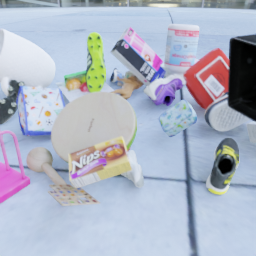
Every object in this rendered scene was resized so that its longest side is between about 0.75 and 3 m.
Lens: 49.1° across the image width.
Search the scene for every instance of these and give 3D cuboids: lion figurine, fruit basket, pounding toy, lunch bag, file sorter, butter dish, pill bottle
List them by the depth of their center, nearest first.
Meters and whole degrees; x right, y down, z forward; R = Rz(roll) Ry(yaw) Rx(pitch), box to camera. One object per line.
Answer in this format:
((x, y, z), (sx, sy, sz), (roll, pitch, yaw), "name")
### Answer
((-3.764, 0.620, 6.105), (2.505, 1.571, 1.741), (18, 33, 29), "file sorter")
((-0.924, 0.488, 7.100), (2.109, 1.268, 2.733), (31, 69, 29), "pounding toy")
((1.426, -0.292, 8.099), (1.019, 0.420, 0.819), (-36, 41, 17), "lunch bag")
((-2.573, -0.401, 8.399), (1.295, 0.943, 1.523), (-3, 52, -32), "lunch bag")
((2.901, -1.528, 10.128), (1.902, 1.907, 1.410), (-38, 4, -16), "butter dish")
((-1.728, -1.544, 10.969), (1.742, 0.882, 1.881), (-19, 43, -23), "fruit basket")
((-0.056, -1.554, 11.135), (1.127, 0.667, 1.840), (14, 53, 15), "lion figurine")
((2.222, -3.130, 11.913), (1.296, 2.383, 1.296), (3, 22, -1), "pill bottle")

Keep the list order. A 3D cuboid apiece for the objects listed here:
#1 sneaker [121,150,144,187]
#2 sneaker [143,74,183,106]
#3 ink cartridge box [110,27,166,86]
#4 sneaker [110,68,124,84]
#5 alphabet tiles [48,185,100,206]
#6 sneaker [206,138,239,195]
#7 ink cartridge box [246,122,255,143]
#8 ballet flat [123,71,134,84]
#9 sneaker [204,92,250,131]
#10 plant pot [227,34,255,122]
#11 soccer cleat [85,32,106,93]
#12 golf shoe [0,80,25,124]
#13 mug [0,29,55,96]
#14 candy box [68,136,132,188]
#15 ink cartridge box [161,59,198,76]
((0.026, 1.005, 6.634), (0.549, 0.482, 1.370), (-11, 23, -8), "sneaker")
((1.437, -1.338, 10.616), (0.954, 0.987, 2.366), (-33, -3, 39), "sneaker")
((0.559, -2.594, 10.965), (0.464, 2.504, 1.186), (1, 57, 55), "ink cartridge box")
((-0.487, -2.334, 12.808), (0.552, 0.542, 1.432), (19, 27, -10), "sneaker")
((-1.096, 1.251, 5.293), (0.782, 0.035, 0.936), (9, 6, -40), "alphabet tiles")
((2.297, 0.761, 6.450), (0.610, 0.693, 1.638), (20, 49, 13), "sneaker")
((4.014, 0.068, 7.456), (1.009, 0.588, 1.395), (-15, 6, -4), "ink cartridge box")
((0.562, -2.539, 12.723), (0.869, 0.803, 2.575), (19, 33, 15), "ballet flat")
((3.768, -0.795, 8.634), (2.978, 1.168, 1.183), (-17, 11, 0), "sneaker")
((3.344, -1.105, 5.980), (1.544, 1.740, 1.736), (-21, 35, -16), "plant pot")
((-1.198, -2.359, 10.363), (0.748, 2.217, 0.899), (0, 6, -6), "soccer cleat")
((-3.960, -0.791, 9.527), (0.667, 0.761, 1.727), (20, 64, -1), "golf shoe")
((-4.069, -2.147, 10.750), (1.889, 2.559, 2.244), (-26, -31, 39), "mug")
((-0.570, 0.664, 5.490), (1.167, 0.330, 0.681), (-17, 45, 2), "candy box")
((2.603, -3.050, 14.019), (2.431, 0.526, 2.386), (24, 37, 35), "ink cartridge box")
